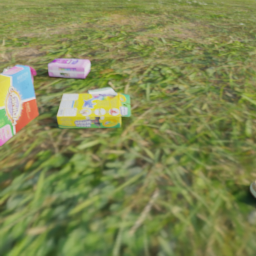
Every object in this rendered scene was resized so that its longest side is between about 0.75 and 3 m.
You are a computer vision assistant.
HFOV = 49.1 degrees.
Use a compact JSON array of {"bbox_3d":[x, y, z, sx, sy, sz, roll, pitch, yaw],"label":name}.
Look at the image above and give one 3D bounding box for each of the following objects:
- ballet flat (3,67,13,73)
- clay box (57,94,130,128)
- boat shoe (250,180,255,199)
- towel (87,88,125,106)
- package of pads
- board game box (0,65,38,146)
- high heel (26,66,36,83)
[{"bbox_3d":[-6.146,-2.891,14.345,0.346,0.384,1.019,13,34,14],"label":"ballet flat"},{"bbox_3d":[-1.213,-0.652,10.421,2.573,0.612,1.478,1,40,-1],"label":"clay box"},{"bbox_3d":[4.089,1.646,6.654,2.181,0.830,0.781,20,37,29],"label":"boat shoe"},{"bbox_3d":[-0.945,-1.263,11.872,1.215,0.250,1.628,-15,35,-21],"label":"towel"},{"bbox_3d":[-2.969,-3.031,14.252,1.917,0.725,1.155,4,29,6],"label":"package of pads"},{"bbox_3d":[-4.112,-0.726,9.374,0.524,1.990,2.601,10,34,15],"label":"board game box"},{"bbox_3d":[-4.984,-2.934,13.900,0.649,0.925,1.928,-6,33,-10],"label":"high heel"}]
